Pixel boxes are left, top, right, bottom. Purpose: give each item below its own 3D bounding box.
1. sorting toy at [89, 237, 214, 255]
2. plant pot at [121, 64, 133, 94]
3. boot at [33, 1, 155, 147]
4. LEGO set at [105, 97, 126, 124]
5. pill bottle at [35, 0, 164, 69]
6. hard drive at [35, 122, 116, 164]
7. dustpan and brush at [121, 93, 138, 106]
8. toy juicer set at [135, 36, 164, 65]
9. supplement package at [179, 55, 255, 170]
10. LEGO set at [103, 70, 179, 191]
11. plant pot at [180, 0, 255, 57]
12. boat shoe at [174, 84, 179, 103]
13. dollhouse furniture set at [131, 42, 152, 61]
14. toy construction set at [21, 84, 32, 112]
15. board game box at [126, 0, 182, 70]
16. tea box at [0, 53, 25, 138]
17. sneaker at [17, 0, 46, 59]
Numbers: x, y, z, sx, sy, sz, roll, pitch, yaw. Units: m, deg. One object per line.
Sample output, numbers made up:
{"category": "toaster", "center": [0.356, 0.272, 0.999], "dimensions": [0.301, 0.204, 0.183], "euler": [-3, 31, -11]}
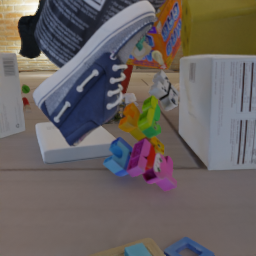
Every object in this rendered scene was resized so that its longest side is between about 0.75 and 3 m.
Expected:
{"category": "sorting toy", "center": [-0.042, 1.356, 2.383], "dimensions": [2.144, 0.292, 1.207], "euler": [-7, 16, -24]}
{"category": "plant pot", "center": [-1.272, -2.538, 13.953], "dimensions": [2.439, 2.151, 2.441], "euler": [7, 15, 27]}
{"category": "boot", "center": [-0.203, -0.495, 2.815], "dimensions": [1.522, 0.687, 0.554], "euler": [-38, -4, 16]}
{"category": "LEGO set", "center": [-0.527, -0.613, 9.107], "dimensions": [1.378, 0.798, 1.060], "euler": [-1, 14, -4]}
{"category": "pill bottle", "center": [-0.146, -2.059, 3.796], "dimensions": [1.447, 2.725, 1.447], "euler": [24, 39, -21]}
{"category": "hard drive", "center": [-1.312, 0.229, 6.760], "dimensions": [1.616, 0.327, 2.450], "euler": [-5, 15, -21]}
{"category": "dustpan and brush", "center": [-0.001, -1.243, 12.540], "dimensions": [1.165, 0.478, 1.669], "euler": [-15, 13, -24]}
{"category": "toy juicer set", "center": [0.087, -2.125, 6.297], "dimensions": [0.611, 2.246, 1.429], "euler": [-33, -5, 11]}
{"category": "supplement package", "center": [2.811, -0.563, 6.208], "dimensions": [2.864, 2.106, 2.739], "euler": [-2, 14, -2]}
{"category": "LEGO set", "center": [0.443, 0.223, 5.316], "dimensions": [1.054, 1.134, 2.763], "euler": [-31, 26, 35]}
{"category": "plant pot", "center": [2.945, -3.086, 8.463], "dimensions": [2.473, 2.804, 2.804], "euler": [-3, 53, 4]}
{"category": "boat shoe", "center": [2.354, -1.498, 12.778], "dimensions": [0.808, 0.861, 2.335], "euler": [18, 24, 24]}
{"category": "dollhouse furniture set", "center": [0.771, -3.162, 8.742], "dimensions": [1.953, 2.752, 2.180], "euler": [27, 36, -38]}
{"category": "toy construction set", "center": [-4.643, -1.093, 10.039], "dimensions": [2.526, 2.107, 1.941], "euler": [17, 21, -38]}
{"category": "board game box", "center": [0.772, -3.822, 10.816], "dimensions": [2.068, 2.066, 2.067], "euler": [14, -25, 29]}
{"category": "tea box", "center": [-4.074, -0.879, 7.384], "dimensions": [2.110, 2.145, 1.433], "euler": [8, 17, 27]}
{"category": "sneaker", "center": [-2.867, -3.171, 8.737], "dimensions": [1.487, 2.850, 0.856], "euler": [27, 57, 7]}
